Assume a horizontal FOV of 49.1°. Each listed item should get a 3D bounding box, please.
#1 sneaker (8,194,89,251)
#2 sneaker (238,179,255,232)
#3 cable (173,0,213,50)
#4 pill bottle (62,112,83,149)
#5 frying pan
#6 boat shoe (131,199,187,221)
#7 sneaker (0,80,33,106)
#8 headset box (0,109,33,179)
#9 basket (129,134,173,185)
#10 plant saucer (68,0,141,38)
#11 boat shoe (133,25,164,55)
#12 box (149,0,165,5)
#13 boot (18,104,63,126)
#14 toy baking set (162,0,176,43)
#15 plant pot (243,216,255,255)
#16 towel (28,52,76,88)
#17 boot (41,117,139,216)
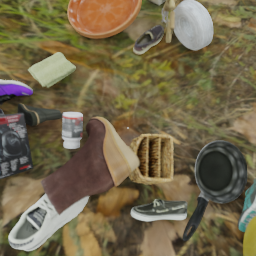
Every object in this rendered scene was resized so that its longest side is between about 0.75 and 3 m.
[{"bbox_3d":[-1.785,1.915,6.801,0.927,0.977,2.427,34,67,17],"label":"sneaker"},{"bbox_3d":[3.162,1.896,7.006,0.571,0.671,1.471,28,95,-7],"label":"sneaker"},{"bbox_3d":[2.047,-3.296,9.020,0.549,1.587,1.586,-31,76,-9],"label":"cable"},{"bbox_3d":[-1.497,0.058,7.520,0.530,0.530,0.914,5,103,3],"label":"pill bottle"},{"bbox_3d":[2.262,1.625,7.182,1.593,0.429,2.633,17,79,-16],"label":"frying pan"},{"bbox_3d":[0.759,1.957,6.858,1.381,0.440,0.488,0,18,-5],"label":"boat shoe"},{"bbox_3d":[-3.799,-1.016,8.502,1.711,0.595,0.851,8,85,-9],"label":"sneaker"},{"bbox_3d":[-3.193,0.380,6.987,0.637,1.650,1.228,0,11,41],"label":"headset box"},{"bbox_3d":[0.547,0.762,7.119,0.874,0.912,1.225,18,66,-30],"label":"basket"},{"bbox_3d":[-0.847,-4.373,10.115,2.720,0.439,2.720,-5,70,14],"label":"plant saucer"},{"bbox_3d":[0.748,-3.124,9.703,1.445,0.468,0.520,-42,79,-16],"label":"boat shoe"},{"bbox_3d":[1.677,-6.100,10.970,0.915,1.099,2.675,35,69,16],"label":"box"},{"bbox_3d":[-2.630,-0.422,8.310,0.957,0.536,1.383,-13,29,-37],"label":"boot"},{"bbox_3d":[1.308,-3.963,9.418,0.274,1.808,2.356,1,64,-1],"label":"toy baking set"},{"bbox_3d":[3.331,2.618,5.961,2.075,1.473,2.075,-1,107,-2],"label":"plant pot"},{"bbox_3d":[-2.347,-1.820,8.697,1.255,0.229,0.931,-37,72,-26],"label":"towel"},{"bbox_3d":[-1.188,0.755,6.949,2.165,0.942,2.603,-28,34,-15],"label":"boot"}]
